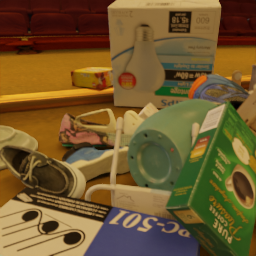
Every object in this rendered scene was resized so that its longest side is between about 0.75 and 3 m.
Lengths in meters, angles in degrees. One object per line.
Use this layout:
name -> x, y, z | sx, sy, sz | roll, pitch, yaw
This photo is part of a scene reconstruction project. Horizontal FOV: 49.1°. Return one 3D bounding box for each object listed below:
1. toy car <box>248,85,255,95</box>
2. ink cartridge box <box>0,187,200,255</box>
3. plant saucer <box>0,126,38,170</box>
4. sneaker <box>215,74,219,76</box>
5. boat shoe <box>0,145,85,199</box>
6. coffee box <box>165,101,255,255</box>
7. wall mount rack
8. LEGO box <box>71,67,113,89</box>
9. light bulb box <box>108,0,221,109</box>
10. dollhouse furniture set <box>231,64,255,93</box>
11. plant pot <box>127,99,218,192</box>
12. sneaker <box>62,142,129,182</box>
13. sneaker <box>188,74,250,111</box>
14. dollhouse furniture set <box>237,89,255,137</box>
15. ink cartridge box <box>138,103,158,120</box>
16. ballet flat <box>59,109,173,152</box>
toy car -> 3.412, -0.588, 7.589 | 0.821, 0.959, 1.095 | 47, 52, 6
ink cartridge box -> -0.462, 1.338, 3.037 | 2.327, 0.514, 1.094 | 8, 24, 18
plant saucer -> -2.769, 0.316, 5.735 | 1.729, 0.434, 1.729 | 0, 22, 0
sneaker -> 3.014, -1.260, 9.000 | 0.372, 0.522, 1.053 | -32, 38, 26
boat shoe -> -1.400, 0.682, 4.248 | 1.693, 0.610, 0.600 | 13, -15, 35
coffee box -> 1.047, 0.529, 3.070 | 0.340, 0.950, 1.545 | -24, 26, 47
wall mount rack -> 0.304, 0.662, 3.505 | 1.644, 1.428, 0.613 | 5, 24, 12
LEGO box -> -1.339, -2.041, 11.283 | 1.573, 0.607, 1.171 | 12, 25, 37
light bulb box -> 1.058, -2.233, 8.418 | 2.930, 2.956, 1.844 | 4, 33, 11
dollhouse furniture set -> 4.488, -1.047, 8.097 | 2.132, 1.221, 2.500 | -5, 22, -11
plant pot -> 0.695, 0.362, 4.022 | 1.467, 1.467, 1.177 | 19, 22, 39
sneaker -> -0.499, 0.504, 5.067 | 1.390, 0.534, 0.773 | -17, 34, -17
sneaker -> 2.748, -0.196, 5.970 | 2.970, 1.119, 1.165 | 11, 35, -7
dollhouse furniture set -> 2.799, 0.362, 3.574 | 1.708, 2.253, 2.571 | 33, 14, -18
ink cartridge box -> 0.559, -0.289, 7.136 | 0.499, 0.289, 0.857 | 44, 27, -3
ballet flat -> -0.287, 0.051, 5.745 | 2.444, 0.870, 0.845 | 6, 10, 13
